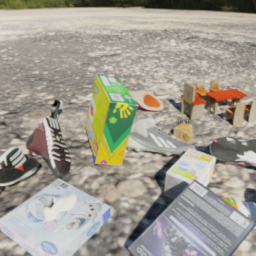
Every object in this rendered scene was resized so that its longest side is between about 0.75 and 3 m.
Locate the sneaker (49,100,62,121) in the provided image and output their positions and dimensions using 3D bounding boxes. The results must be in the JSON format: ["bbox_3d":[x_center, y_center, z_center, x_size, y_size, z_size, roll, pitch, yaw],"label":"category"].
[{"bbox_3d":[-2.945,-0.664,11.075,0.356,1.070,0.484,14,-14,11],"label":"sneaker"}]

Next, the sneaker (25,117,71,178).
[{"bbox_3d":[-2.599,0.810,8.865,1.251,0.820,2.166,-34,55,18],"label":"sneaker"}]

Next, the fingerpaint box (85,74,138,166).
[{"bbox_3d":[-0.650,-0.343,9.278,0.928,2.111,2.530,6,25,-20],"label":"fingerpaint box"}]

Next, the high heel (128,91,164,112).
[{"bbox_3d":[0.341,-1.182,12.645,2.513,1.208,0.847,24,70,3],"label":"high heel"}]

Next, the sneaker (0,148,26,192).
[{"bbox_3d":[-4.109,1.427,7.702,1.423,0.932,2.464,-3,25,29],"label":"sneaker"}]

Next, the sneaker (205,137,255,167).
[{"bbox_3d":[3.539,0.741,8.686,2.405,0.966,1.038,14,-10,-6],"label":"sneaker"}]

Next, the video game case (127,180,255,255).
[{"bbox_3d":[1.263,2.225,5.677,2.152,0.204,1.538,-41,51,-17],"label":"video game case"}]

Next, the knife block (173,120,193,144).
[{"bbox_3d":[2.214,0.083,10.436,0.968,0.353,1.103,-21,36,-32],"label":"knife block"}]

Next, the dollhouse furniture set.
[{"bbox_3d":[3.703,-1.321,11.891,2.765,1.440,2.795,-11,30,-19],"label":"dollhouse furniture set"}]

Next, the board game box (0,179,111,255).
[{"bbox_3d":[-1.691,2.146,6.617,1.840,0.399,1.831,19,33,31],"label":"board game box"}]

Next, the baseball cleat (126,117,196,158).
[{"bbox_3d":[1.050,0.286,9.134,2.334,1.242,0.814,5,3,7],"label":"baseball cleat"}]

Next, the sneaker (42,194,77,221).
[{"bbox_3d":[-1.543,1.707,6.348,0.338,0.432,0.869,3,26,44],"label":"sneaker"}]

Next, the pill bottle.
[{"bbox_3d":[2.186,2.011,6.455,1.437,0.798,0.798,0,29,0],"label":"pill bottle"}]

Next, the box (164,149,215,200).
[{"bbox_3d":[1.724,1.323,7.753,0.841,0.758,1.495,20,34,30],"label":"box"}]

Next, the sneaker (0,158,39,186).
[{"bbox_3d":[-3.026,1.315,7.669,0.440,0.585,1.251,43,42,15],"label":"sneaker"}]
